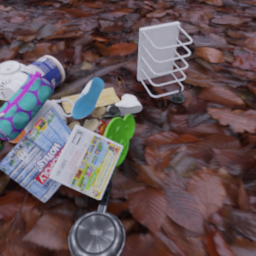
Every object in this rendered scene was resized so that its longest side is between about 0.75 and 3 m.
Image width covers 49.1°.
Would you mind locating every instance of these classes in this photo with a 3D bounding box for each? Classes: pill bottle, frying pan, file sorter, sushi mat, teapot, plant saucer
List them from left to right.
[{"bbox_3d":[-4.180,0.066,10.733,1.176,0.190,1.176,0,63,1],"label":"plant saucer"},{"bbox_3d":[-3.959,-1.923,11.845,1.361,1.361,2.450,23,49,21],"label":"pill bottle"},{"bbox_3d":[-2.631,-0.115,9.590,1.149,1.574,1.553,33,46,8],"label":"teapot"},{"bbox_3d":[-1.648,-1.202,12.262,2.423,0.147,1.159,-13,47,-13],"label":"sushi mat"},{"bbox_3d":[-0.637,2.730,8.261,1.621,0.436,2.679,23,53,20],"label":"frying pan"},{"bbox_3d":[1.576,-2.909,12.236,1.815,2.616,1.629,-16,49,-15],"label":"file sorter"},{"bbox_3d":[2.157,-1.450,12.492,0.677,0.182,1.119,-2,44,-3],"label":"frying pan"}]

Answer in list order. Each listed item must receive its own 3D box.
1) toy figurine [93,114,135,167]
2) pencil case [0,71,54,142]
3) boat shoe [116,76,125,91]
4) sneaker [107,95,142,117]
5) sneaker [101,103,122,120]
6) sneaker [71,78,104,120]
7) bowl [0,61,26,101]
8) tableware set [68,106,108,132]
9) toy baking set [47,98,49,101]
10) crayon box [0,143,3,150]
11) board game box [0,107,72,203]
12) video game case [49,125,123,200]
[{"bbox_3d":[-1.105,0.233,9.999,2.024,1.651,2.199,6,38,28],"label":"toy figurine"},{"bbox_3d":[-3.168,-0.618,8.258,0.912,0.990,2.143,25,66,16],"label":"pencil case"},{"bbox_3d":[-0.356,-2.075,13.023,0.304,0.303,0.862,-16,49,-18],"label":"boat shoe"},{"bbox_3d":[-0.255,-0.973,11.811,1.503,0.554,0.869,-6,43,-20],"label":"sneaker"},{"bbox_3d":[-0.621,-0.556,9.557,0.833,0.319,0.477,-18,82,-40],"label":"sneaker"},{"bbox_3d":[-1.342,-0.891,9.178,0.617,0.651,1.613,37,62,-13],"label":"sneaker"},{"bbox_3d":[-5.292,-2.339,12.760,2.219,1.041,2.219,0,46,0],"label":"bowl"},{"bbox_3d":[-1.461,-0.315,9.678,1.611,0.187,1.346,3,52,33],"label":"tableware set"},{"bbox_3d":[-3.194,-0.787,9.883,0.177,1.521,1.167,38,45,-1],"label":"toy baking set"},{"bbox_3d":[-5.359,0.566,10.368,1.244,0.362,0.739,29,52,25],"label":"crayon box"},{"bbox_3d":[-2.194,0.983,8.466,2.303,0.711,2.305,41,68,-9],"label":"board game box"},{"bbox_3d":[-1.178,0.984,8.141,1.569,0.197,1.724,25,70,-5],"label":"video game case"}]
